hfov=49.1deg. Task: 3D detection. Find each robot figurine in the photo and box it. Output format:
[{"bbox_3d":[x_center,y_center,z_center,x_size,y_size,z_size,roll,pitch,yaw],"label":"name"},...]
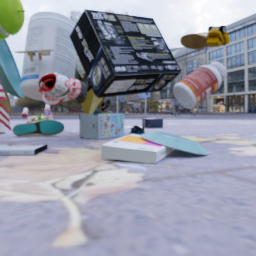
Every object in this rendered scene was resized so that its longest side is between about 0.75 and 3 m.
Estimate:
[{"bbox_3d":[-3.393,-2.566,6.424,2.158,1.893,1.248,-18,-31,1],"label":"robot figurine"}]

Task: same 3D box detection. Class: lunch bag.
[{"bbox_3d":[-2.625,-2.555,13.303,1.574,2.678,2.196,7,39,-5],"label":"lunch bag"}]

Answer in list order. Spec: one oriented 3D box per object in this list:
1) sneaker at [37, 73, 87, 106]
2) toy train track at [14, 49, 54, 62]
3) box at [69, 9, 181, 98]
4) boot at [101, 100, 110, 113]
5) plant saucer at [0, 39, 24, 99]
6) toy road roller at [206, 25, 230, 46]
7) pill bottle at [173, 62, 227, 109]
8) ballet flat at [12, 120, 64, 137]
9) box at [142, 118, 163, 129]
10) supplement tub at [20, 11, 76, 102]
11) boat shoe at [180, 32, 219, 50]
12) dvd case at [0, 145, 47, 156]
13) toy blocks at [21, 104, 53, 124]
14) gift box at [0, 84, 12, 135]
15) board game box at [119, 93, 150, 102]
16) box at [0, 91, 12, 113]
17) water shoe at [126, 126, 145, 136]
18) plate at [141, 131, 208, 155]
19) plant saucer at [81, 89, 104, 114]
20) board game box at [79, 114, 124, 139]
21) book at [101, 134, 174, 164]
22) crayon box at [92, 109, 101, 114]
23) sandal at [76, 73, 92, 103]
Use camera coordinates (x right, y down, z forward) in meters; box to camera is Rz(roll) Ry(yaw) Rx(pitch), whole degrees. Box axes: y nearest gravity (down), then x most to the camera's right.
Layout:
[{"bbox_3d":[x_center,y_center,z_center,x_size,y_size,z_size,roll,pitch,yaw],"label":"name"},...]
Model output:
[{"bbox_3d":[-2.015,-1.025,7.349,1.840,0.614,0.986,-2,-11,44],"label":"sneaker"},{"bbox_3d":[-2.798,-2.246,8.699,1.200,0.340,2.091,-12,17,-28],"label":"toy train track"},{"bbox_3d":[-0.053,-2.417,9.244,2.932,2.401,1.263,-13,-19,-40],"label":"box"},{"bbox_3d":[-1.155,-1.214,14.376,0.277,0.766,0.579,27,-19,11],"label":"boot"},{"bbox_3d":[-4.664,-2.432,10.300,0.538,2.994,2.994,-20,6,-8],"label":"plant saucer"},{"bbox_3d":[2.559,-2.551,8.111,0.488,0.580,0.795,13,-15,38],"label":"toy road roller"},{"bbox_3d":[2.339,-1.409,8.974,1.660,0.931,0.931,-36,15,-17],"label":"pill bottle"},{"bbox_3d":[-4.066,0.061,12.789,2.259,0.785,0.785,-1,3,-13],"label":"ballet flat"},{"bbox_3d":[1.739,-0.336,20.042,1.162,0.716,1.153,-1,5,-22],"label":"box"},{"bbox_3d":[-2.951,-2.593,10.625,1.927,2.921,1.927,3,-12,1],"label":"supplement tub"},{"bbox_3d":[2.425,-2.883,9.208,1.419,0.523,0.491,4,29,9],"label":"boat shoe"},{"bbox_3d":[-3.219,0.575,7.481,1.827,0.160,1.304,0,3,-3],"label":"dvd case"},{"bbox_3d":[-4.683,-0.167,14.880,1.572,1.682,1.416,-12,37,-5],"label":"toy blocks"},{"bbox_3d":[-4.735,-0.463,7.372,2.421,2.593,2.393,-15,2,16],"label":"gift box"},{"bbox_3d":[-0.022,-2.754,13.613,0.522,2.851,2.157,-20,10,-29],"label":"board game box"},{"bbox_3d":[-6.024,-1.680,12.689,1.507,1.844,0.196,22,44,22],"label":"box"},{"bbox_3d":[0.161,0.235,9.491,0.570,0.630,1.595,1,3,18],"label":"water shoe"},{"bbox_3d":[1.211,0.341,7.279,1.787,0.228,1.787,15,5,-1],"label":"plate"},{"bbox_3d":[-1.302,-2.241,12.589,0.663,2.737,2.736,24,40,3],"label":"plant saucer"},{"bbox_3d":[-1.106,-0.102,12.211,1.012,1.030,1.964,2,3,31],"label":"board game box"},{"bbox_3d":[0.324,0.491,6.797,1.262,0.454,1.890,4,5,21],"label":"book"},{"bbox_3d":[-2.214,-0.428,16.178,0.436,1.291,1.497,36,-9,-17],"label":"crayon box"},{"bbox_3d":[-1.291,-1.356,8.947,0.424,1.555,0.635,22,-47,-22],"label":"sandal"}]
